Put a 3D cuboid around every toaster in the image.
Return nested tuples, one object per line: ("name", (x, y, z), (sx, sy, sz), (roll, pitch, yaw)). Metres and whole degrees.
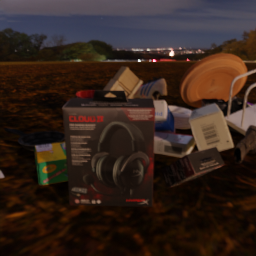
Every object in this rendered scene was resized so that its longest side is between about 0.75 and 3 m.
("toaster", (3.716, -0.874, 12.023), (0.988, 0.648, 1.093), (1, 17, 4))

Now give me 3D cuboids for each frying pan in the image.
("frying pan", (-2.997, 0.369, 8.434), (2.255, 0.367, 1.364), (0, 16, 8))

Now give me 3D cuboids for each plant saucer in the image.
("plant saucer", (3.721, -1.887, 12.195), (2.925, 2.925, 0.472), (-3, 50, -10))

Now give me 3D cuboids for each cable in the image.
("cable", (1.794, -0.391, 10.397), (1.552, 0.537, 1.552), (-5, 20, -36))

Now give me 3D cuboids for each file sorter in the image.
("file sorter", (4.200, -0.488, 7.733), (1.688, 1.515, 2.432), (-22, 38, -19))

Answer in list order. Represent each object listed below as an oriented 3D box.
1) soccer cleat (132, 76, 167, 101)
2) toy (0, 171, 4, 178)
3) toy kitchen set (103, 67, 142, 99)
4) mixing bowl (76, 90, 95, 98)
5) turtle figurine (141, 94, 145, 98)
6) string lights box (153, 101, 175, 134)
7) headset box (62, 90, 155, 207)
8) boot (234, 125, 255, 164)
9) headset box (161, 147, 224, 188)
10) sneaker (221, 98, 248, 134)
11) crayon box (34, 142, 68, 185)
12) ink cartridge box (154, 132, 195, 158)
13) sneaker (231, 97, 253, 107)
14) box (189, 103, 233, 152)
("soccer cleat", (0.961, -1.809, 14.805), (0.932, 1.151, 2.667), (-14, -2, -38))
("toy", (-4.053, 1.051, 5.511), (2.667, 0.630, 1.536), (1, 17, -38))
("toy kitchen set", (0.146, -0.662, 9.733), (1.766, 2.164, 1.953), (39, -6, -33))
("mixing bowl", (-1.197, -0.868, 11.316), (1.817, 0.984, 1.817), (4, 18, -1))
("turtle figurine", (0.860, -0.784, 11.361), (0.370, 1.148, 0.925), (-15, 57, 2))
("string lights box", (0.828, -0.265, 8.501), (0.945, 0.542, 1.839), (-1, -15, 18))
("headset box", (-0.316, 0.347, 5.328), (1.612, 2.166, 0.837), (1, 19, 1))
("boot", (3.071, 0.562, 7.372), (0.391, 1.130, 0.984), (20, 58, 40))
("headset box", (1.347, 0.808, 5.812), (0.832, 0.432, 1.118), (-10, -20, -31))
("sneaker", (3.511, -0.556, 10.057), (0.807, 1.209, 2.111), (-11, 17, -40))
("crayon box", (-1.235, 0.748, 6.804), (1.916, 0.558, 1.138), (-6, 18, -20))
("ink cartridge box", (1.225, 0.269, 8.589), (1.623, 0.570, 1.997), (7, 22, 23))
("sneaker", (4.793, -0.667, 11.289), (1.025, 0.717, 2.062), (17, 18, -6))
("box", (2.264, -0.041, 7.828), (0.837, 1.006, 2.448), (-19, 3, 16))
